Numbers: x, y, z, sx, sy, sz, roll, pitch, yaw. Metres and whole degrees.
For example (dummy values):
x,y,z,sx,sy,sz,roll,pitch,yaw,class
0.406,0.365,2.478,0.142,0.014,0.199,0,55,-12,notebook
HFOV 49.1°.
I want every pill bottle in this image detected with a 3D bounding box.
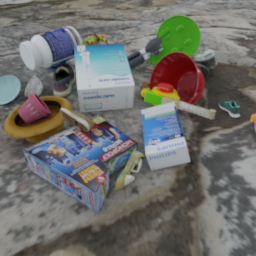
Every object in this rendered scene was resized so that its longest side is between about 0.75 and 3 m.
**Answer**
x,y,z,sx,sy,sz,roll,pitch,yaw,class
-3.403,-3.525,12.471,1.442,1.442,2.491,30,46,33,pill bottle

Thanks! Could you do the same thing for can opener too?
x,y,z,sx,sy,sz,roll,pitch,yaw,class
0.426,-3.493,13.374,2.723,0.910,0.726,-31,56,-9,can opener

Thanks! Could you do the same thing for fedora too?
x,y,z,sx,sy,sz,roll,pitch,yaw,class
-2.970,-0.179,9.595,2.309,0.942,2.309,-6,41,5,fedora

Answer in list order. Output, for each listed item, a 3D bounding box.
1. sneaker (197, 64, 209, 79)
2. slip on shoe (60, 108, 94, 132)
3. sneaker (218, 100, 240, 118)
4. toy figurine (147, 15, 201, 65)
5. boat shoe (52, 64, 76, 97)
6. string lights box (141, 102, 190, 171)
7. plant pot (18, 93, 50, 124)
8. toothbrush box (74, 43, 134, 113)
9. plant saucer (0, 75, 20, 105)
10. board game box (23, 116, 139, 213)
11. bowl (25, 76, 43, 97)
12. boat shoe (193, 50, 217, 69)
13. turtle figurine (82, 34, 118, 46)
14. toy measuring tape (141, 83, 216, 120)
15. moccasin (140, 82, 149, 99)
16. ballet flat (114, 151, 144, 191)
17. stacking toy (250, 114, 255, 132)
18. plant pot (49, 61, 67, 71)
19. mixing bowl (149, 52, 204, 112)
x,y,z,sx,sy,sz,roll,pitch,yaw,class
2.486,-2.794,13.038,2.408,0.921,1.380,0,40,7,sneaker
-1.589,-0.314,8.740,1.214,0.461,0.368,28,55,24,slip on shoe
3.960,-0.872,10.876,0.435,0.511,1.120,-15,39,-20,sneaker
2.538,-4.572,14.961,2.925,2.196,2.692,-30,7,26,toy figurine
-2.881,-2.333,12.527,0.915,0.824,2.544,1,38,-3,boat shoe
1.141,0.177,9.076,1.230,0.706,2.394,-14,36,10,string lights box
-3.190,-0.591,9.393,0.789,0.881,0.881,-39,45,-3,plant pot
-1.045,-2.136,11.541,2.151,1.253,2.938,-7,48,-8,toothbrush box
-5.087,-1.527,11.645,1.420,0.273,1.420,-4,64,9,plant saucer
-1.131,1.007,8.116,2.705,0.834,2.703,-27,46,-32,board game box
-3.873,-1.636,11.706,0.455,0.971,0.971,26,38,-5,bowl
3.777,-3.266,13.730,0.921,0.830,2.606,-23,11,15,boat shoe
-1.895,-4.994,16.050,2.365,0.762,1.907,23,43,34,turtle figurine
1.845,-1.003,10.396,2.890,1.063,1.063,18,41,20,toy measuring tape
0.795,-1.615,11.959,0.481,0.456,1.246,-1,26,12,moccasin
0.057,1.233,7.834,0.450,0.450,1.274,21,69,26,ballet flat
4.695,-0.013,9.505,1.116,1.056,1.924,-25,24,6,stacking toy
-3.587,-3.365,13.919,0.911,0.819,0.911,24,43,29,plant pot
2.063,-1.661,10.888,1.245,2.299,2.299,4,27,-44,mixing bowl
